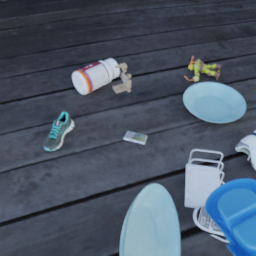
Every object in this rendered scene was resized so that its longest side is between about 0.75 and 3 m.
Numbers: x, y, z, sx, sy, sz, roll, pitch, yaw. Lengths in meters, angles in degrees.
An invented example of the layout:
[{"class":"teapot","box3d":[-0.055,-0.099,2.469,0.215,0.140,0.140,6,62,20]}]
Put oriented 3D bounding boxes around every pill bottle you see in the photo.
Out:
[{"class":"pill bottle","box3d":[-1.638,-2.708,14.505,2.278,1.248,1.248,-32,54,-28]}]

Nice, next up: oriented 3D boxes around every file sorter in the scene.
[{"class":"file sorter","box3d":[2.809,1.872,10.210,1.281,1.150,1.847,7,47,7]}]

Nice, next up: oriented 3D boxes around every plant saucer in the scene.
[{"class":"plant saucer","box3d":[0.451,2.643,6.352,0.523,2.719,2.719,-8,40,31]},{"class":"plant saucer","box3d":[4.071,-1.103,13.455,2.929,0.564,2.929,0,47,-1]}]

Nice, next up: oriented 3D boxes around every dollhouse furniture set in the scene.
[{"class":"dollhouse furniture set","box3d":[-0.241,-1.784,10.542,0.501,1.132,0.587,-20,54,-18]}]

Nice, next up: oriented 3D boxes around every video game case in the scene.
[{"class":"video game case","box3d":[0.264,0.339,9.784,0.729,0.092,0.801,13,17,6]}]

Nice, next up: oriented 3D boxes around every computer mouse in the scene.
[{"class":"computer mouse","box3d":[3.344,3.337,9.259,2.534,0.556,1.389,21,54,12]}]

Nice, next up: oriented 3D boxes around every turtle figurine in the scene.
[{"class":"turtle figurine","box3d":[4.118,-3.334,15.469,1.814,0.724,2.249,11,47,10]}]

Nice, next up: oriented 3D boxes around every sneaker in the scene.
[{"class":"sneaker","box3d":[5.542,1.443,10.853,1.174,1.115,2.917,-33,52,-5]},{"class":"sneaker","box3d":[-3.066,0.092,12.064,0.780,0.918,2.012,13,48,12]}]

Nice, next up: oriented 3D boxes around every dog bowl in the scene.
[{"class":"dog bowl","box3d":[3.052,2.359,6.901,1.662,0.739,2.981,-30,16,4]}]
